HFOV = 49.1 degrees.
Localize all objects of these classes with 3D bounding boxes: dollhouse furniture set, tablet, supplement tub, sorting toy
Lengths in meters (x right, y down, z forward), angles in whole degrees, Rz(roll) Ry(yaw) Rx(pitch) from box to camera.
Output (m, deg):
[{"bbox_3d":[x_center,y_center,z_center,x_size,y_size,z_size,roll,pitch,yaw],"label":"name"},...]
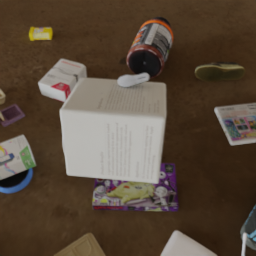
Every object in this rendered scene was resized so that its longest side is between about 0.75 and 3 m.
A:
[{"bbox_3d":[-5.443,-1.228,10.242,1.946,1.743,2.456,-33,58,-24],"label":"dollhouse furniture set"},{"bbox_3d":[1.316,3.820,7.165,1.335,0.140,2.052,27,55,21],"label":"tablet"},{"bbox_3d":[1.069,-3.663,12.338,1.602,1.602,2.997,13,51,10],"label":"supplement tub"},{"bbox_3d":[-1.078,3.762,7.180,1.304,0.234,1.750,-25,55,-25],"label":"sorting toy"}]

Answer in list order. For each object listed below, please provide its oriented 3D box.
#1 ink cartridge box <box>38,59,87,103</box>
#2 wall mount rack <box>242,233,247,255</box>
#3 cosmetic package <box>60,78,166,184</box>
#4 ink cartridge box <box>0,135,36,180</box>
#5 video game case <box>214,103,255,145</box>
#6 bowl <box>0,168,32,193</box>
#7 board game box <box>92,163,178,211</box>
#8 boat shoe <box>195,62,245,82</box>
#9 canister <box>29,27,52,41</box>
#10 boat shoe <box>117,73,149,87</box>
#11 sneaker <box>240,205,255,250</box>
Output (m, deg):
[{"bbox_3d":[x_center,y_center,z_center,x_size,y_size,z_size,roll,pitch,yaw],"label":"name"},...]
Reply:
[{"bbox_3d":[-2.639,-1.962,11.511,1.225,0.703,1.687,19,53,15],"label":"ink cartridge box"},{"bbox_3d":[3.456,3.562,7.045,1.735,0.647,1.508,7,51,4],"label":"wall mount rack"},{"bbox_3d":[-0.334,0.009,8.544,2.787,2.297,2.300,5,33,4],"label":"cosmetic package"},{"bbox_3d":[-3.785,0.966,8.892,1.360,0.595,0.989,-22,56,-15],"label":"ink cartridge box"},{"bbox_3d":[4.392,-0.182,10.380,1.884,0.223,1.715,-6,51,-6],"label":"video game case"},{"bbox_3d":[-3.725,1.491,8.998,1.226,0.241,1.226,0,51,0],"label":"bowl"},{"bbox_3d":[0.226,1.794,8.696,2.533,0.409,1.520,0,47,1],"label":"board game box"},{"bbox_3d":[3.846,-2.446,11.944,2.122,0.758,0.697,-1,42,-3],"label":"boat shoe"},{"bbox_3d":[-4.327,-4.673,13.913,1.001,0.433,0.743,-2,51,-3],"label":"canister"},{"bbox_3d":[0.177,-1.395,8.350,0.955,0.339,0.344,-6,84,11],"label":"boat shoe"},{"bbox_3d":[4.234,2.117,7.885,1.049,1.174,2.866,29,56,22],"label":"sneaker"}]
